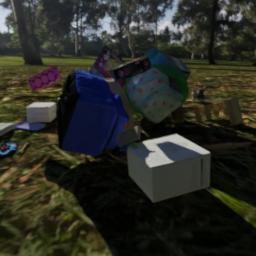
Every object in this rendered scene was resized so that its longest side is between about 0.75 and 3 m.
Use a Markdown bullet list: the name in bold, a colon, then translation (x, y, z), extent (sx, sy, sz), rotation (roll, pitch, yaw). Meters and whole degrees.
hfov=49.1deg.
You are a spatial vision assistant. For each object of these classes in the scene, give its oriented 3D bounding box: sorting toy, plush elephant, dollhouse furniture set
- **sorting toy**: translation (0.037, 0.231, 7.050), extent (0.590, 0.143, 1.047), rotation (-20, 34, 18)
- **plush elephant**: translation (4.190, -1.976, 16.774), extent (0.813, 0.865, 1.050), rotation (4, -19, -40)
- **dollhouse furniture set**: translation (4.033, -0.572, 12.317), extent (1.435, 1.087, 1.637), rotation (-14, -1, -39)

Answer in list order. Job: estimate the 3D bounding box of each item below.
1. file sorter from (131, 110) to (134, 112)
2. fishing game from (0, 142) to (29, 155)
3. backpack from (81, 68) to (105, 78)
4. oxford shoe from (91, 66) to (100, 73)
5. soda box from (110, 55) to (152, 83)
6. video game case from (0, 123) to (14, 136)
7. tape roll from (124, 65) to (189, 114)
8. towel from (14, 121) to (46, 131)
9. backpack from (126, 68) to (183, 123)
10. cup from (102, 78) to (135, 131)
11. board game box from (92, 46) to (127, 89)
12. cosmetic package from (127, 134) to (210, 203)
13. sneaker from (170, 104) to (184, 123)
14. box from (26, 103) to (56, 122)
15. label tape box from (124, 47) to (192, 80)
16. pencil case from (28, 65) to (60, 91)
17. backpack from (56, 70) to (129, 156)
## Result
- **file sorter**: translation (-0.415, -1.824, 14.918), extent (2.454, 1.539, 1.705), rotation (15, 22, 41)
- **fishing game**: translation (-4.234, 0.611, 8.902), extent (1.858, 0.289, 1.331), rotation (0, 14, -1)
- **backpack**: translation (-1.591, -1.718, 13.130), extent (1.799, 1.445, 1.966), rotation (27, 35, -44)
- **oxford shoe**: translation (-1.068, -2.864, 13.601), extent (1.521, 0.542, 0.543), rotation (10, 55, -2)
- **soda box**: translation (0.076, -1.843, 8.811), extent (1.345, 0.426, 0.476), rotation (-9, 23, 46)
- **video game case**: translation (-5.547, 0.168, 9.931), extent (2.238, 0.271, 2.458), rotation (-2, 10, -5)
- **tape roll**: translation (1.251, -1.615, 12.495), extent (2.809, 2.809, 0.675), rotation (-1, 58, -3)
- **towel**: translation (-4.011, -0.086, 11.472), extent (1.079, 0.129, 0.781), rotation (7, 20, 22)
- **backpack**: translation (0.983, -1.276, 10.870), extent (1.989, 1.748, 1.525), rotation (35, 29, -33)
- **cup**: translation (-1.107, -0.932, 11.097), extent (2.687, 1.922, 2.687), rotation (-2, 17, 1)
- **board game box**: translation (-0.675, -2.756, 13.019), extent (1.886, 1.132, 0.305), rotation (42, 28, 11)
- **cosmetic package**: translation (0.905, 0.895, 6.682), extent (1.471, 0.904, 1.466), rotation (-9, 19, -19)
- **sneaker**: translation (1.880, -0.932, 11.671), extent (0.597, 0.557, 1.580), rotation (-2, 57, -16)
- **box**: translation (-3.886, -0.715, 12.654), extent (1.051, 0.687, 1.045), rotation (1, 16, 3)
- **label tape box**: translation (1.363, -2.346, 12.803), extent (2.019, 0.886, 2.800), rotation (-41, -24, 30)
- **pencil case**: translation (-3.318, -1.943, 10.979), extent (1.326, 0.621, 0.602), rotation (-23, 48, 17)
- **backpack**: translation (-1.210, -0.498, 8.766), extent (2.043, 1.978, 2.435), rotation (16, 28, -28)
